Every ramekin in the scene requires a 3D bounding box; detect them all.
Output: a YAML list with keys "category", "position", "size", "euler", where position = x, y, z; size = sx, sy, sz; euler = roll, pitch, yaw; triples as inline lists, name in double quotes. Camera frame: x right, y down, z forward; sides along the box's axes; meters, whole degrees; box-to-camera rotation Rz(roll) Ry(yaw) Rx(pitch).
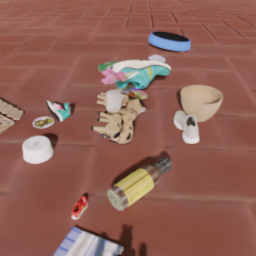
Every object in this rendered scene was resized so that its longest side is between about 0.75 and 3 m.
- category: "ramekin"
  position: [-3.204, 0.736, 9.875]
  size: [1.024, 0.499, 1.024]
  euler: [0, 35, 0]

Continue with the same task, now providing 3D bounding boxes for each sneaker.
- category: "sneaker"
  position: [0.567, -2.224, 11.693]
  size: [2.936, 1.169, 1.138]
  euler: [-12, 12, -36]
- category: "sneaker"
  position: [-1.361, 2.207, 7.895]
  size: [0.297, 0.328, 0.772]
  euler: [8, 35, 12]
- category: "sneaker"
  position: [-2.917, -0.861, 12.087]
  size: [0.838, 0.581, 1.389]
  euler: [-28, 51, -27]
- category: "sneaker"
  position: [2.338, -0.262, 10.975]
  size: [0.732, 0.889, 1.932]
  euler: [-5, 35, -9]

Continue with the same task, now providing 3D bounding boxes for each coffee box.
- category: "coffee box"
  position: [-0.675, -3.185, 15.618]
  size: [1.148, 0.411, 1.867]
  euler: [-27, 43, -34]

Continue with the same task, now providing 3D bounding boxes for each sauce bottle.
- category: "sauce bottle"
  position: [0.449, 1.600, 8.432]
  size: [2.287, 0.740, 0.740]
  euler: [-26, 42, -33]

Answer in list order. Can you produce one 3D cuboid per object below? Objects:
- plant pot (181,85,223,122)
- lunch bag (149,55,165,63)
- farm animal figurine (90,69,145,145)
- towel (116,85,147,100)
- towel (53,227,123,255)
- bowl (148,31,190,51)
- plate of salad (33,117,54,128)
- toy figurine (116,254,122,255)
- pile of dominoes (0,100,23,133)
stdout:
- category: "plant pot"
  position: [2.993, -0.913, 11.708]
  size: [1.672, 1.122, 1.672]
  euler: [-1, 34, 0]
- category: "lunch bag"
  position: [1.714, -4.133, 17.055]
  size: [0.940, 0.355, 0.753]
  euler: [29, 46, 34]
- category: "farm animal figurine"
  position: [-0.182, -0.548, 9.362]
  size: [1.364, 2.191, 2.713]
  euler: [14, -8, 9]
- category: "towel"
  position: [0.139, -1.679, 13.668]
  size: [1.059, 0.168, 1.475]
  euler: [-20, 39, -26]
- category: "towel"
  position: [-0.991, 3.070, 6.785]
  size: [1.509, 0.180, 1.108]
  euler: [15, 37, 20]
- category: "bowl"
  position: [2.836, -5.970, 19.093]
  size: [2.885, 0.566, 2.885]
  euler: [8, 30, -5]
- category: "plate of salad"
  position: [-3.502, -0.258, 11.572]
  size: [0.854, 0.205, 0.854]
  euler: [0, 35, 0]
- category: "toy figurine"
  position: [-0.286, 3.423, 5.766]
  size: [1.208, 0.854, 1.227]
  euler: [-16, 36, -31]
- category: "pile of dominoes"
  position: [-5.881, -0.467, 11.942]
  size: [2.544, 0.405, 1.983]
  euler: [24, 40, 18]
